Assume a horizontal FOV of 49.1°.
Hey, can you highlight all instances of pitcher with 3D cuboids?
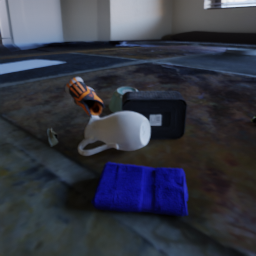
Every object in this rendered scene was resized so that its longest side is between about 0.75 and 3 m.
[{"bbox_3d":[-0.573,0.323,10.907,2.510,1.522,2.154,3,47,26],"label":"pitcher"}]

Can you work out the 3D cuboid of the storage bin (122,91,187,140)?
[{"bbox_3d":[1.064,-0.561,12.229,2.692,1.820,1.262,0,23,0],"label":"storage bin"}]

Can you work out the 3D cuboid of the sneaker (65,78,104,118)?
[{"bbox_3d":[-1.634,-0.997,11.701,1.486,1.029,2.653,49,3,13],"label":"sneaker"}]

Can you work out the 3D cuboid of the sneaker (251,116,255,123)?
[{"bbox_3d":[6.496,-0.240,13.490,1.096,0.393,0.454,22,56,42],"label":"sneaker"}]

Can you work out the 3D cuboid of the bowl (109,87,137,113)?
[{"bbox_3d":[-0.093,-1.565,15.251,1.945,1.017,1.945,1,32,0],"label":"bowl"}]

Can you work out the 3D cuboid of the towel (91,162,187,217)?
[{"bbox_3d":[0.396,1.727,8.382,2.688,0.666,1.985,2,23,5],"label":"towel"}]

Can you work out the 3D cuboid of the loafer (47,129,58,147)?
[{"bbox_3d":[-3.038,0.374,11.375,0.372,0.401,1.068,-18,39,-8],"label":"loafer"}]
